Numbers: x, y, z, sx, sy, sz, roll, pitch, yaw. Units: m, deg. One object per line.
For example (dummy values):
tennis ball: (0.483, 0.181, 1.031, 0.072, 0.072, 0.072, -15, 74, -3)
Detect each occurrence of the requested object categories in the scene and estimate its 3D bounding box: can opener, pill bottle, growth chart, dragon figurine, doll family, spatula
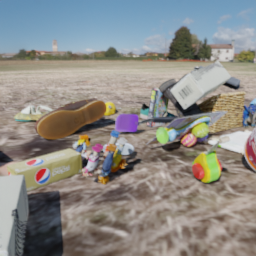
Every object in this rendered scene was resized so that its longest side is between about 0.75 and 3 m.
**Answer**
can opener: (3.727, -2.082, 12.196, 2.148, 0.718, 0.573, 29, -11, 26)
pill bottle: (3.619, 0.176, 6.235, 1.396, 1.396, 2.548, 2, -24, 7)
growth chart: (4.142, 0.461, 9.625, 2.537, 0.225, 1.836, -9, 19, -32)
dragon figurine: (5.128, -0.695, 12.052, 0.687, 1.161, 2.335, 1, 15, 2)
doll family: (-0.447, 0.814, 6.774, 0.721, 0.993, 1.600, 25, 25, 13)
spatula: (0.799, -0.255, 10.749, 2.639, 0.746, 0.271, -5, 30, -21)
doll family: (-1.274, 0.499, 7.775, 0.548, 0.398, 0.883, -36, 35, 15)

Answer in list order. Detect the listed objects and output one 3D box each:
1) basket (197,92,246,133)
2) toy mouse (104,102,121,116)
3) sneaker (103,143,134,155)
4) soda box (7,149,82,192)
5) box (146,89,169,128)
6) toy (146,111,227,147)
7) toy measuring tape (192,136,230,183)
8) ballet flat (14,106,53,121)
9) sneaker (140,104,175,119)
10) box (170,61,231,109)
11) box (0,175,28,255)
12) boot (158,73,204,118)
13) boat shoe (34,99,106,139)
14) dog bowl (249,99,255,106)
basket: (3.674, -0.794, 11.703, 2.077, 1.548, 1.483, -11, 19, -32)
toy mouse: (-1.965, -1.014, 14.336, 2.587, 0.563, 2.911, 4, 16, 13)
sneaker: (-0.271, 0.605, 8.682, 1.049, 0.383, 0.371, 1, 14, 26)
soda box: (-2.007, 1.025, 6.938, 1.732, 0.554, 0.586, -15, 21, -42)
box: (1.275, -0.856, 11.754, 0.883, 1.605, 0.279, -12, 29, -38)
toy: (2.059, 0.196, 9.162, 2.731, 0.645, 1.572, -5, -29, -38)
toy measuring tape: (1.934, 0.825, 6.386, 0.683, 0.683, 1.858, -3, -25, -10)
ballet flat: (-4.137, -0.635, 12.602, 2.313, 0.817, 0.817, 6, 16, 21)
sneaker: (1.337, -0.735, 13.008, 1.824, 0.729, 0.651, 10, 18, 34)
box: (2.667, -1.590, 10.096, 2.509, 0.858, 1.031, -29, -9, -47)
box: (-2.025, 1.581, 4.289, 0.756, 0.909, 2.211, -4, 17, -14)
boot: (2.436, -1.018, 11.063, 2.400, 2.090, 0.831, -22, -19, -36)
boat shoe: (-2.275, -0.400, 10.857, 2.996, 1.055, 1.054, -22, 27, -38)
dog bowl: (5.955, -0.806, 12.427, 1.449, 0.359, 0.808, 36, -4, -38)
